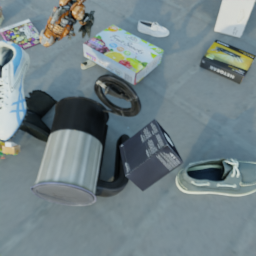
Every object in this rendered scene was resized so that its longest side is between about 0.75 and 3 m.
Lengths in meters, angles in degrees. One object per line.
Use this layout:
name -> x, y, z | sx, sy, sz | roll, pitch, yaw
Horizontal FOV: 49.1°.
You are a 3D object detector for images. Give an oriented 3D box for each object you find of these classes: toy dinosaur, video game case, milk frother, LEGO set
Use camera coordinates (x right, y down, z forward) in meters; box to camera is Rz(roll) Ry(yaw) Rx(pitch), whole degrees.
toy dinosaur -> -1.452, -3.050, 7.490 | 2.243, 1.522, 1.145 | -29, 96, 7
video game case -> -4.578, -3.945, 12.003 | 1.374, 0.271, 1.516 | -28, 61, -17
milk frother -> -1.079, 0.378, 7.627 | 2.659, 2.947, 2.772 | 6, 58, -1
LEGO set -> -4.707, 0.780, 8.572 | 2.558, 1.177, 0.952 | 14, 72, -18

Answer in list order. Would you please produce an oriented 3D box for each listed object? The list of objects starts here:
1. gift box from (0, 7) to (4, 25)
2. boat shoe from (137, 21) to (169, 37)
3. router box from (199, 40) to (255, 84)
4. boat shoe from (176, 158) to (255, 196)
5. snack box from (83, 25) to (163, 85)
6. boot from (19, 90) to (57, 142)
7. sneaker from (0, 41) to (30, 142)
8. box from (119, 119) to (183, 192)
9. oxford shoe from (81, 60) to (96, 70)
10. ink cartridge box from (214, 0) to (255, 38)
gift box -> -5.985, -5.022, 12.428 | 0.710, 0.769, 0.718 | 4, 56, -3
boat shoe -> 1.094, -4.344, 12.135 | 1.401, 0.480, 0.504 | 21, 59, 13
router box -> 3.912, -2.627, 11.027 | 1.740, 0.454, 1.368 | 29, 61, 17
boat shoe -> 2.859, 1.379, 8.173 | 2.843, 0.878, 1.035 | -4, 57, -2
snack box -> -0.201, -2.933, 11.006 | 2.583, 0.684, 1.837 | 33, 55, 19
boot -> -2.963, -0.452, 9.522 | 1.835, 0.679, 1.504 | 23, 59, 17
sneaker -> -3.189, -0.990, 7.275 | 0.993, 1.002, 2.764 | -18, 64, 30
box -> 0.479, 0.595, 6.448 | 1.138, 0.650, 1.250 | -37, 27, 12
oxford shoe -> -1.527, -2.614, 11.160 | 0.834, 0.241, 0.313 | -34, 60, -22
ink cartridge box -> 4.824, -5.704, 12.030 | 1.214, 2.112, 2.910 | 18, 59, 14
